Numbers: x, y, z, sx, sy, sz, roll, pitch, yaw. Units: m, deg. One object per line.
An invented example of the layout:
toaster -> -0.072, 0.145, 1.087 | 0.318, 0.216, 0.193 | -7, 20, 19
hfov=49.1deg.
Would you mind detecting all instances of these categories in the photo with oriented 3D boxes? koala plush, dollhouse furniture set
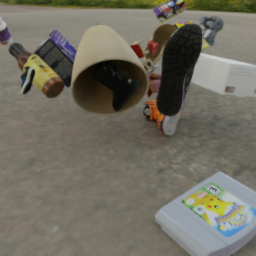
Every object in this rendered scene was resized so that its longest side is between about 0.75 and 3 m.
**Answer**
koala plush -> 3.340, -3.895, 11.360 | 0.939, 0.906, 1.022 | 3, 66, 35
dollhouse furniture set -> 0.901, -2.182, 10.289 | 1.122, 2.085, 0.848 | 0, 43, 46

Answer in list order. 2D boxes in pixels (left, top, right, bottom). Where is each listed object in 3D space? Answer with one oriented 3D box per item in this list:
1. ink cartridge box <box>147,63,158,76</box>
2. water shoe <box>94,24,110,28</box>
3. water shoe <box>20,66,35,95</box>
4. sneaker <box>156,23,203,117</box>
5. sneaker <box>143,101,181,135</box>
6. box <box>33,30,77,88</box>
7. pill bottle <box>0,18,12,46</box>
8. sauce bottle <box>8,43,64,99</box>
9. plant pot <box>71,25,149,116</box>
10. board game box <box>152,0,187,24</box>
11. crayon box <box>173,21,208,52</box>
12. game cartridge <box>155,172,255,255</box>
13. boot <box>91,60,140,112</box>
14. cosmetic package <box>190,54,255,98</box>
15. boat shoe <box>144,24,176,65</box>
ink cartridge box -> 0.869, -2.596, 12.837 | 0.320, 0.811, 1.630 | 47, 37, -1
water shoe -> -1.343, -4.889, 13.658 | 1.097, 0.392, 0.433 | 14, 3, 24
water shoe -> -3.164, -1.469, 8.678 | 0.352, 0.891, 0.319 | 28, 10, 16
sneaker -> 1.330, -1.526, 7.356 | 0.889, 2.347, 1.028 | 22, 23, 14
sneaker -> 1.268, -0.452, 11.691 | 1.509, 1.045, 2.693 | 6, 20, 18
box -> -2.639, -2.760, 11.189 | 0.976, 1.872, 1.385 | -36, 28, 19
pill bottle -> -4.470, -3.397, 9.813 | 0.520, 0.932, 0.520 | -1, 57, 1
sauce bottle -> -3.236, -2.055, 9.654 | 2.516, 0.830, 0.830 | 44, 46, 17
plant pot -> -0.787, -2.196, 9.396 | 2.447, 2.447, 2.613 | -6, 54, -11
board game box -> 1.864, -5.446, 12.848 | 1.301, 0.446, 1.574 | -24, 30, 11
crayon box -> 2.734, -4.005, 12.585 | 1.505, 0.509, 1.745 | 55, 40, 2
game cartridge -> 2.336, 2.228, 7.299 | 2.801, 0.567, 1.868 | -22, 40, -33
boot -> -0.517, -1.305, 8.655 | 1.351, 1.648, 0.610 | 32, 57, -9
cosmetic package -> 3.059, -1.942, 9.834 | 1.500, 1.092, 2.951 | 0, 19, -24
boat shoe -> 1.265, -3.388, 11.510 | 0.812, 0.731, 2.250 | 28, 65, 7
